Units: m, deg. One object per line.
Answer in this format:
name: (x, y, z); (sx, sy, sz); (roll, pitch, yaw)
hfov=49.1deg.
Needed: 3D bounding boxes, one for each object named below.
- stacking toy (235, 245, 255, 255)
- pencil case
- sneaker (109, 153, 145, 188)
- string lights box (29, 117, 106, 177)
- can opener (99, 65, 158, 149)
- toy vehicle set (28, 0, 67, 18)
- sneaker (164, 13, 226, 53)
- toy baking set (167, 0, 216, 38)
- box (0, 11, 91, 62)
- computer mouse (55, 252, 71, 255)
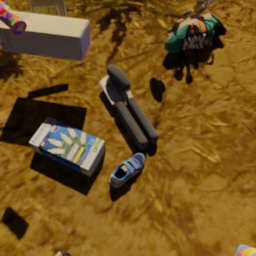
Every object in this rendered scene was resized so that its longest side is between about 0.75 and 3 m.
stacking toy: (3.088, 3.191, 6.601); (0.756, 1.377, 0.799); (15, 64, 8)
pencil case: (-2.654, -2.438, 6.206); (0.392, 0.392, 0.886); (-40, 74, -20)
sneaker: (0.006, 1.198, 8.193); (0.490, 0.545, 1.326); (39, 66, 22)
string lights box: (-1.813, 0.558, 8.508); (2.020, 0.595, 1.038); (22, 63, 12)
can opener: (-0.027, -0.770, 9.017); (0.800, 1.002, 2.998); (-25, 64, -13)
toy vehicle set: (-2.592, -3.710, 9.172); (1.118, 1.800, 0.239); (-8, 18, -11)
sneaker: (2.597, -3.451, 10.544); (2.632, 0.939, 1.051); (-32, 61, -18)
toy baking set: (2.630, -4.337, 10.491); (2.790, 2.141, 0.325); (-40, 94, -24)
box: (-2.507, -2.781, 8.451); (2.572, 0.879, 1.057); (10, 50, 6)
computer mouse: (-1.288, 4.121, 6.625); (2.292, 0.503, 1.257); (37, 62, 25)
